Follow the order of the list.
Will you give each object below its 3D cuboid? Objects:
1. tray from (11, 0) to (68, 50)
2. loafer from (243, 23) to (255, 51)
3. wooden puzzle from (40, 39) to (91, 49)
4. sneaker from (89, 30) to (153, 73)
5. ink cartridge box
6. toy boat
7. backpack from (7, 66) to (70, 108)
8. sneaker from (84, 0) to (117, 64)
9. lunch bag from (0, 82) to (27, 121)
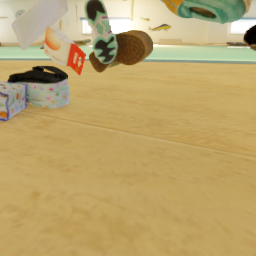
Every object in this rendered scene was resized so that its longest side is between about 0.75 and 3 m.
[{"bbox_3d":[-2.643,-3.391,8.433,0.235,1.136,2.115,34,69,10],"label":"tray"},{"bbox_3d":[2.216,-1.469,3.894,0.670,0.689,1.888,0,-8,-3],"label":"loafer"},{"bbox_3d":[-1.713,-2.361,7.991,1.518,0.107,0.900,1,16,33],"label":"wooden puzzle"},{"bbox_3d":[-0.024,-2.244,7.661,1.166,0.871,2.597,-39,21,-29],"label":"sneaker"},{"bbox_3d":[-1.526,-1.766,6.629,1.065,0.863,0.267,45,58,6],"label":"ink cartridge box"},{"bbox_3d":[1.310,-3.127,6.197,2.442,1.350,2.905,28,10,31],"label":"toy boat"},{"bbox_3d":[-2.927,-1.395,9.690,1.932,1.223,1.612,10,34,20],"label":"backpack"},{"bbox_3d":[-0.655,-2.441,6.767,0.607,1.563,1.093,-10,36,-2],"label":"sneaker"},{"bbox_3d":[-4.151,-0.863,8.519,1.659,1.027,1.410,9,19,-1],"label":"lunch bag"}]
